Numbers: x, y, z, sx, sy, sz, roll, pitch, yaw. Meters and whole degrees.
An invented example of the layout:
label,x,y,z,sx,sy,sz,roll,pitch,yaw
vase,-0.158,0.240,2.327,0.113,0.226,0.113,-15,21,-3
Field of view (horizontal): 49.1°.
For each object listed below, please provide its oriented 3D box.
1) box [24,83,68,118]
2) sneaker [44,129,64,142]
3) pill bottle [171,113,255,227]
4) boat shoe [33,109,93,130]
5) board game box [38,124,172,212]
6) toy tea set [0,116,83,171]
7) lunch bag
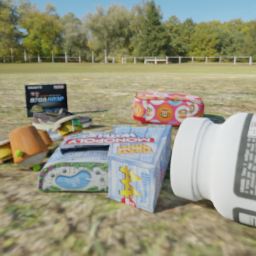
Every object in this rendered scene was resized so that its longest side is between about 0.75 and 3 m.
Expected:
label,x,y,z,sx,sy,sz,roll,pitch,yaw
box,-3.576,-1.225,12.296,1.777,1.413,0.409,-5,15,-22
sneaker,-2.439,0.214,8.661,1.066,0.377,0.389,-9,17,-33
pill bottle,2.244,0.659,4.149,2.938,1.702,1.702,8,16,29
boat shoe,-2.368,-0.323,10.094,2.152,0.697,0.774,-2,16,-1
board game box,-0.299,0.651,5.876,2.845,0.877,2.843,0,13,0
toy tea set,-1.984,0.468,7.215,2.732,1.011,1.624,-18,-7,-43
lunch bag,1.573,-0.881,11.262,2.729,1.118,2.404,5,17,5
